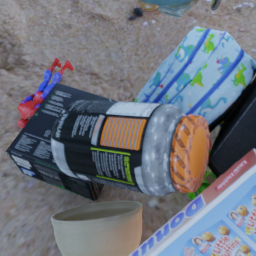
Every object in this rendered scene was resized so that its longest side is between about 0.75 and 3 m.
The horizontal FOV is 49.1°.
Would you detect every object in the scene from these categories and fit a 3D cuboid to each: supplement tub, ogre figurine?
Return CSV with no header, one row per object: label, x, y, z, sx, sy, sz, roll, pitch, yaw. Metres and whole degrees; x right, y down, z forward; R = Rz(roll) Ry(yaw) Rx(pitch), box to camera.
supplement tub,0.023,0.237,3.815,1.932,1.184,1.184,7,54,31
ogre figurine,1.539,0.598,6.236,1.204,1.472,2.455,-17,60,-8

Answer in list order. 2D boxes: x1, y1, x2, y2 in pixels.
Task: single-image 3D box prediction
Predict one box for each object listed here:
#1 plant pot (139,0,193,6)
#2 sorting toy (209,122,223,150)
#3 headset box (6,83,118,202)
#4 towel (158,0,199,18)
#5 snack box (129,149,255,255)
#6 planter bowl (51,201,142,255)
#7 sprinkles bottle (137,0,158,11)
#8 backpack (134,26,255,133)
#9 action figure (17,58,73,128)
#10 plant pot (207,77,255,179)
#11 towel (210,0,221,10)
plant pot,0.820,-3.876,5.527,2.284,1.538,2.284,-2,69,6
sorting toy,2.887,-0.015,7.292,2.736,0.463,1.319,3,57,3
headset box,-1.249,0.198,6.765,2.054,1.094,2.359,17,58,12
towel,1.150,-2.850,6.332,0.715,0.201,0.835,-46,46,-1
snack box,0.699,1.600,3.195,1.045,0.353,2.907,43,102,-6
planter bowl,-0.521,2.130,5.316,1.726,1.726,1.162,-6,85,-4
sprinkles bottle,1.407,-5.577,10.657,0.950,0.950,2.783,28,61,17
backpack,0.977,-0.516,4.605,1.704,2.217,1.808,55,43,-7
action figure,-2.368,-0.946,7.862,0.749,0.591,2.288,21,64,19
plant pot,2.796,0.150,4.006,2.460,2.773,2.767,34,32,10
towel,2.070,-3.185,5.681,0.171,1.077,1.500,23,56,12
